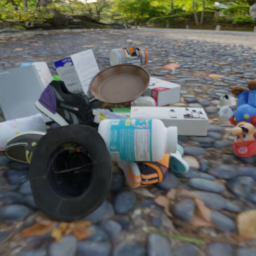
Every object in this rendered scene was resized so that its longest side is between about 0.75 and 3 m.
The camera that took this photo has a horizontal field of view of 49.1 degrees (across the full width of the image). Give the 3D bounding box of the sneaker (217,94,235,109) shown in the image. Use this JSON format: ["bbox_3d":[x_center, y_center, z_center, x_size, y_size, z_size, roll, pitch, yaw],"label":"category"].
[{"bbox_3d":[4.802,-1.349,13.452,0.547,0.664,1.444,20,31,35],"label":"sneaker"}]

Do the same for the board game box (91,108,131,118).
[{"bbox_3d":[-0.840,-0.600,12.355,1.993,0.234,1.044,-1,23,-4],"label":"board game box"}]

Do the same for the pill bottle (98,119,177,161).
[{"bbox_3d":[0.271,0.329,7.513,2.038,1.129,1.129,0,25,7],"label":"pill bottle"}]

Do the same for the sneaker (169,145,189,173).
[{"bbox_3d":[1.560,0.887,8.802,0.889,0.542,1.362,-19,32,-32],"label":"sneaker"}]

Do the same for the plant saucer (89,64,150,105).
[{"bbox_3d":[-0.372,-2.039,13.537,2.942,0.538,2.942,-6,47,7],"label":"plant saucer"}]

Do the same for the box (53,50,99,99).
[{"bbox_3d":[-2.379,-2.584,14.066,1.151,2.193,2.017,-10,18,28],"label":"box"}]

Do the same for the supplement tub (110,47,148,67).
[{"bbox_3d":[0.074,-5.033,20.332,2.531,1.551,1.551,-13,28,-26],"label":"supplement tub"}]

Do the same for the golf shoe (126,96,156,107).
[{"bbox_3d":[0.578,-1.182,13.293,1.609,0.606,0.736,21,49,35],"label":"golf shoe"}]

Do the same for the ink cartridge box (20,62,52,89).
[{"bbox_3d":[-4.437,-1.994,13.087,1.178,1.148,1.833,1,60,7],"label":"ink cartridge box"}]

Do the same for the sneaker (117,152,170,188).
[{"bbox_3d":[0.440,0.885,8.564,1.371,0.949,2.447,-4,35,-18],"label":"sneaker"}]

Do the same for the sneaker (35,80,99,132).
[{"bbox_3d":[-1.603,-0.478,9.293,2.950,1.292,1.117,35,12,0],"label":"sneaker"}]

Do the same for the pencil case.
[{"bbox_3d":[-4.037,0.179,9.765,2.352,0.978,1.067,-16,40,-29],"label":"pencil case"}]

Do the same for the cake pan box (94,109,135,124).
[{"bbox_3d":[-0.068,-0.136,9.536,1.738,0.494,1.887,18,2,10],"label":"cake pan box"}]

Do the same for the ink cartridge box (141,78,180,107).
[{"bbox_3d":[1.330,-1.849,14.254,1.553,0.882,2.131,-19,31,-35],"label":"ink cartridge box"}]

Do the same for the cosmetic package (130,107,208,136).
[{"bbox_3d":[1.550,-0.304,11.111,2.945,0.746,1.216,1,24,3],"label":"cosmetic package"}]

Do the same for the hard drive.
[{"bbox_3d":[-4.201,-1.176,11.193,1.857,0.438,2.661,-19,75,-27],"label":"hard drive"}]

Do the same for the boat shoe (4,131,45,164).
[{"bbox_3d":[-2.545,0.736,8.507,2.883,1.028,0.868,-3,34,11],"label":"boat shoe"}]

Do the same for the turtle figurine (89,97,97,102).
[{"bbox_3d":[-1.605,-0.107,9.901,1.902,1.369,1.844,-2,30,21],"label":"turtle figurine"}]

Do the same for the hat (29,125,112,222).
[{"bbox_3d":[-1.387,1.162,7.274,2.423,2.423,0.977,7,-17,14],"label":"hat"}]

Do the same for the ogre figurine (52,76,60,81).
[{"bbox_3d":[-4.460,-2.264,14.901,1.547,1.266,2.580,-4,3,36],"label":"ogre figurine"}]

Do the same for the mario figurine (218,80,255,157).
[{"bbox_3d":[3.841,-0.330,9.328,1.385,1.613,2.613,6,70,7],"label":"mario figurine"}]
